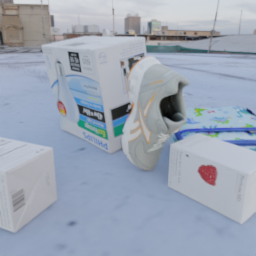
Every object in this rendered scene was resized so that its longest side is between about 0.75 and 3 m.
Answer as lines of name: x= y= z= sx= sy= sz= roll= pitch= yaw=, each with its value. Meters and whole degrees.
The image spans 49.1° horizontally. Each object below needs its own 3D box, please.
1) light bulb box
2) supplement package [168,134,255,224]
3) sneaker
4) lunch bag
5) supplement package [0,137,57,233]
light bulb box: x=-0.906 y=-1.159 z=8.436 sx=1.780 sy=2.853 sz=2.828 roll=-26 pitch=30 yaw=-35
supplement package: x=1.756 y=0.894 z=5.535 sx=1.008 sy=1.020 sz=1.682 roll=-16 pitch=25 yaw=-39
sneaker: x=0.593 y=-0.021 z=5.886 sx=1.024 sy=2.706 sz=1.245 roll=-25 pitch=41 yaw=-31
lunch bag: x=2.342 y=0.215 z=7.378 sx=2.462 sy=1.015 sz=1.979 roll=0 pitch=30 yaw=-1
supplement package: x=-2.472 y=0.917 z=5.218 sx=1.908 sy=1.157 sz=1.142 roll=8 pitch=20 yaw=24
